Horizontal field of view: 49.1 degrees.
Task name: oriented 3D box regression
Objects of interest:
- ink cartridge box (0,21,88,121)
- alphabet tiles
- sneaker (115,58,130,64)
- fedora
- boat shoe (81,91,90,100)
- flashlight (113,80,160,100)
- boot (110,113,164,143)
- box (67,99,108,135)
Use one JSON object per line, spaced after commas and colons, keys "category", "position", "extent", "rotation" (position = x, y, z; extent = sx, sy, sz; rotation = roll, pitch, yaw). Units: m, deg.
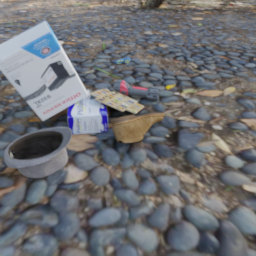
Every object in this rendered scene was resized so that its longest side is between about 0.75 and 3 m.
{"category": "ink cartridge box", "position": [-3.126, -1.993, 10.390], "extent": [2.129, 2.934, 1.228], "rotation": [-30, 45, -3]}
{"category": "alphabet tiles", "position": [-0.429, -1.161, 11.972], "extent": [2.060, 0.078, 2.476], "rotation": [23, 19, 9]}
{"category": "sneaker", "position": [-0.339, -4.208, 17.364], "extent": [0.983, 0.348, 0.407], "rotation": [-15, 42, -16]}
{"category": "fedora", "position": [-2.734, 0.881, 8.934], "extent": [2.231, 1.007, 1.973], "rotation": [-13, 31, 0]}
{"category": "boat shoe", "position": [-2.056, -1.385, 12.959], "extent": [0.434, 0.441, 1.244], "rotation": [-12, 30, 5]}
{"category": "flashlight", "position": [0.423, -1.819, 13.373], "extent": [2.197, 0.744, 0.747], "rotation": [9, 10, 10]}
{"category": "boot", "position": [0.439, -0.057, 10.667], "extent": [2.657, 1.003, 0.978], "rotation": [-14, 2, -43]}
{"category": "box", "position": [-1.617, -0.484, 11.240], "extent": [1.528, 0.801, 1.405], "rotation": [-5, 33, -6]}
